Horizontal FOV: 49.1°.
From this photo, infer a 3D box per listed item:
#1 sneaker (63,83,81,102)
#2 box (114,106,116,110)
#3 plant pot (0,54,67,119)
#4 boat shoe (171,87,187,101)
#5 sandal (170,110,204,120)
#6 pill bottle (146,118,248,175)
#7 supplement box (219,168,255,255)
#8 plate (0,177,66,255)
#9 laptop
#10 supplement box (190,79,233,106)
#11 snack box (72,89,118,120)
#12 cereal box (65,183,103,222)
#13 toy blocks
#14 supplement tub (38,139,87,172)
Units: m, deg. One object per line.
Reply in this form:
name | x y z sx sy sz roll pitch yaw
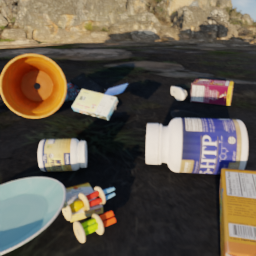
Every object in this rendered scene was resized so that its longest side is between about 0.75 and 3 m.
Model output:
sneaker | -2.952 -1.893 14.726 1.090 0.905 2.282 7 23 14
box | -1.105 -1.049 13.518 0.934 0.207 0.748 -4 22 -11
plant pot | -4.179 -1.889 12.718 2.656 2.656 2.431 -5 11 -13
boat shoe | 2.817 -1.860 15.118 0.633 0.665 1.847 -4 12 -7
sandal | 2.723 0.159 10.147 2.875 0.648 1.080 29 39 25
pill bottle | 1.808 0.497 7.849 2.579 1.544 1.544 2 22 6
supplement box | 2.231 1.822 5.376 0.940 0.909 2.732 4 22 18
plate | -2.508 1.827 5.690 2.607 0.333 2.607 -10 21 4
laptop | -1.469 -2.487 15.406 2.647 1.367 2.346 36 21 -6
supplement box | 4.317 -1.858 14.439 1.975 1.019 1.293 9 23 21
snack box | -1.099 -0.774 9.190 1.334 0.248 0.775 16 64 20
cereal box | -1.117 1.716 6.565 0.758 0.208 1.054 -10 24 -24
toy blocks | -0.654 1.739 5.933 1.209 0.439 1.008 -16 46 -34
supplement tub | -1.837 0.771 7.984 1.263 0.912 0.912 -2 22 -3
